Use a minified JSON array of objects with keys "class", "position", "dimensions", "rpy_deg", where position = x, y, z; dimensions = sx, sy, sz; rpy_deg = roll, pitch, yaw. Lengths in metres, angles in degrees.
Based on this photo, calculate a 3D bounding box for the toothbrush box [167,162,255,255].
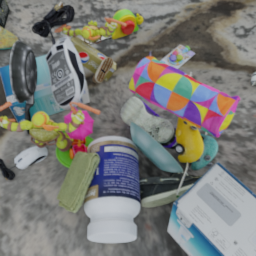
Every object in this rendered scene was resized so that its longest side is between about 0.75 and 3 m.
[{"class":"toothbrush box","position":[1.907,2.217,5.527],"dimensions":[1.186,2.781,2.036],"rpy_deg":[-38,63,-16]}]

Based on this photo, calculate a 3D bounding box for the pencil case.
[{"class":"pencil case","position":[1.091,-0.697,5.741],"dimensions":[2.240,0.990,0.990],"rpy_deg":[33,63,23]}]

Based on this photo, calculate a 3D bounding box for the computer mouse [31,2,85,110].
[{"class":"computer mouse","position":[-1.808,-1.906,7.857],"dimensions":[1.616,0.647,2.948],"rpy_deg":[-21,80,35]}]

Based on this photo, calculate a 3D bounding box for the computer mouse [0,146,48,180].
[{"class":"computer mouse","position":[-2.960,0.878,7.929],"dimensions":[1.383,0.303,0.758],"rpy_deg":[-31,61,-19]}]

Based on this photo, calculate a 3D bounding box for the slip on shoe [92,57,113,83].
[{"class":"slip on shoe","position":[-0.788,-1.774,8.625],"dimensions":[0.292,0.366,0.964],"rpy_deg":[-2,58,50]}]

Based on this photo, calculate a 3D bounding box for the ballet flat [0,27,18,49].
[{"class":"ballet flat","position":[-5.651,-3.651,10.534],"dimensions":[2.900,1.025,1.025],"rpy_deg":[12,57,8]}]

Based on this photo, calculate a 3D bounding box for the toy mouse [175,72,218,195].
[{"class":"toy mouse","position":[1.994,0.060,7.482],"dimensions":[0.569,2.612,2.939],"rpy_deg":[0,93,32]}]

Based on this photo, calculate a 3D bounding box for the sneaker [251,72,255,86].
[{"class":"sneaker","position":[4.763,-1.548,9.521],"dimensions":[1.121,0.428,0.451],"rpy_deg":[11,68,12]}]

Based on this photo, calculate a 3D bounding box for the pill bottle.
[{"class":"pill bottle","position":[-0.385,1.505,6.886],"dimensions":[1.362,1.362,2.353],"rpy_deg":[-1,57,-1]}]

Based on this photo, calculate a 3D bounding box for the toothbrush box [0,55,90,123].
[{"class":"toothbrush box","position":[-2.646,-1.366,8.976],"dimensions":[2.361,1.007,1.729],"rpy_deg":[-21,58,-13]}]

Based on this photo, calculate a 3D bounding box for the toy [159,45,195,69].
[{"class":"toy","position":[1.816,-2.651,10.270],"dimensions":[1.228,0.290,0.707],"rpy_deg":[-40,64,-23]}]

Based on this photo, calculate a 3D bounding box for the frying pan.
[{"class":"frying pan","position":[-2.748,-0.938,7.485],"dimensions":[0.436,2.680,1.621],"rpy_deg":[1,13,-3]}]

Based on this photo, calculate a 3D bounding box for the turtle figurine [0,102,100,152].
[{"class":"turtle figurine","position":[-1.868,0.075,6.836],"dimensions":[2.464,1.987,0.794],"rpy_deg":[-5,70,-4]}]

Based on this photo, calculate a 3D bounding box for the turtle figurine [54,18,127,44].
[{"class":"turtle figurine","position":[-0.988,-2.975,8.681],"dimensions":[2.211,0.712,1.783],"rpy_deg":[-4,21,13]}]

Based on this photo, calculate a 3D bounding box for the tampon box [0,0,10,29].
[{"class":"tampon box","position":[-5.515,-4.713,11.297],"dimensions":[0.999,0.842,1.334],"rpy_deg":[-3,57,-2]}]

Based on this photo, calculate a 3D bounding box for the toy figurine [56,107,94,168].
[{"class":"toy figurine","position":[-1.383,0.036,7.649],"dimensions":[1.245,1.526,1.658],"rpy_deg":[-7,50,-18]}]

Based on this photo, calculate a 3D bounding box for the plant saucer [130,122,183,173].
[{"class":"plant saucer","position":[0.606,0.596,7.124],"dimensions":[0.349,1.814,1.814],"rpy_deg":[-45,66,-5]}]

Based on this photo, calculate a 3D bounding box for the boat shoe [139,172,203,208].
[{"class":"boat shoe","position":[1.394,1.419,7.264],"dimensions":[2.297,0.825,0.777],"rpy_deg":[-11,56,-4]}]

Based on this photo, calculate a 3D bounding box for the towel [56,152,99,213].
[{"class":"towel","position":[-1.200,1.249,6.643],"dimensions":[0.261,1.062,1.432],"rpy_deg":[29,73,-32]}]

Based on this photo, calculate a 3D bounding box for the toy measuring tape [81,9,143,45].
[{"class":"toy measuring tape","position":[-0.603,-3.912,10.734],"dimensions":[2.640,0.971,0.971],"rpy_deg":[-22,59,-14]}]

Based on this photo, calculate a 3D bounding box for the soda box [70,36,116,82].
[{"class":"soda box","position":[-1.206,-2.237,9.021],"dimensions":[1.661,0.532,0.563],"rpy_deg":[32,30,-21]}]

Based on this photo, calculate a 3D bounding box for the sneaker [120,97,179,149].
[{"class":"sneaker","position":[0.687,-0.050,8.210],"dimensions":[0.805,1.152,2.316],"rpy_deg":[-51,45,5]}]
